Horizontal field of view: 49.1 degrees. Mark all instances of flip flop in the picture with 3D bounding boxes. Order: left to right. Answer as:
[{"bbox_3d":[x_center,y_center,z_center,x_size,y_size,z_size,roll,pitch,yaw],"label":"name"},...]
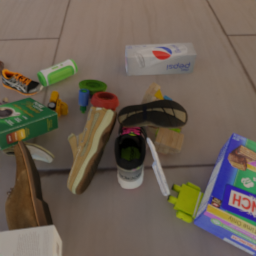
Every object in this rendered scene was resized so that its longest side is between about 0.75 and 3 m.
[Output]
[{"bbox_3d":[0.734,-0.312,8.474,2.177,0.627,0.883,-4,72,25],"label":"flip flop"}]

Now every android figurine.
[{"bbox_3d":[1.668,1.990,7.501,1.196,0.246,1.089,25,53,3],"label":"android figurine"}]

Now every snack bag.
[{"bbox_3d":[0.781,1.056,7.392,0.161,1.422,1.508,-19,74,6],"label":"snack bag"}]

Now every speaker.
[{"bbox_3d":[-2.765,-2.172,11.012,1.494,0.661,0.661,-30,55,-25],"label":"speaker"}]

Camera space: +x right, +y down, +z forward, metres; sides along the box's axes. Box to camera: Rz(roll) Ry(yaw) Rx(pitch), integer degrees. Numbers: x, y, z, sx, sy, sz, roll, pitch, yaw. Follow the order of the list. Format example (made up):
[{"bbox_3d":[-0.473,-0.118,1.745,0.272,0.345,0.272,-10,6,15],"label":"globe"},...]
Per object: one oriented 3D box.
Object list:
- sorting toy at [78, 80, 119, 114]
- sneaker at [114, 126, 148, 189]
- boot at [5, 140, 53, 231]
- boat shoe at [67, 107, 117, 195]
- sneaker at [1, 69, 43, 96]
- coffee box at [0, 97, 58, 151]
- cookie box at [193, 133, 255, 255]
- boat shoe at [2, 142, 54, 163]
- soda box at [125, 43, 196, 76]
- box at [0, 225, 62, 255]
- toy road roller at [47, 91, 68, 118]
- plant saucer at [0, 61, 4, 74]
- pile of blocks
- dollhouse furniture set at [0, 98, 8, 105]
[{"bbox_3d":[-1.177,-0.967,9.990,1.241,0.848,2.066,-9,35,-28],"label":"sorting toy"},{"bbox_3d":[0.116,0.412,8.381,0.986,1.169,2.672,3,48,2],"label":"sneaker"},{"bbox_3d":[-2.791,1.574,7.320,1.016,0.991,2.692,-19,64,-6],"label":"boot"},{"bbox_3d":[-1.272,0.549,8.263,1.108,1.043,2.909,19,51,3],"label":"boat shoe"},{"bbox_3d":[-4.084,-1.739,10.648,1.734,0.670,0.679,13,48,10],"label":"sneaker"},{"bbox_3d":[-3.784,-0.062,8.509,1.759,0.629,2.861,25,36,35],"label":"coffee box"},{"bbox_3d":[3.257,1.728,7.185,2.269,0.997,2.652,25,53,12],"label":"cookie box"},{"bbox_3d":[-3.028,0.787,8.485,1.662,0.621,0.568,16,59,19],"label":"boat shoe"},{"bbox_3d":[1.281,-2.793,11.397,2.766,0.944,0.877,-3,49,-3],"label":"soda box"},{"bbox_3d":[-2.410,2.862,6.291,1.649,1.026,0.804,-6,49,-5],"label":"box"},{"bbox_3d":[-2.450,-0.793,9.890,0.683,0.575,0.936,7,53,-10],"label":"toy road roller"},{"bbox_3d":[-5.668,-2.395,11.546,1.146,0.197,1.146,0,48,0],"label":"plant saucer"},{"bbox_3d":[1.115,-0.224,9.261,1.124,0.851,2.737,2,55,-15],"label":"pile of blocks"},{"bbox_3d":[-4.923,-0.760,10.179,0.881,0.698,0.625,-6,87,24],"label":"dollhouse furniture set"}]
